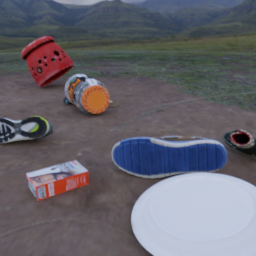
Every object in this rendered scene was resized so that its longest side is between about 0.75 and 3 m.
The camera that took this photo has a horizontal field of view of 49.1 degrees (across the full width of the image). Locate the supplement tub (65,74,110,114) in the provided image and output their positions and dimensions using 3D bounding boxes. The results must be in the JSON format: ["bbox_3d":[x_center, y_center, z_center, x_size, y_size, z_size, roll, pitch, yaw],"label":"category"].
[{"bbox_3d":[-1.913,-1.574,13.116,1.577,1.577,2.574,-10,21,-25],"label":"supplement tub"}]

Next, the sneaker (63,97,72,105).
[{"bbox_3d":[-2.857,-1.460,14.681,0.476,0.453,1.201,28,34,22],"label":"sneaker"}]

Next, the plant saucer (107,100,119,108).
[{"bbox_3d":[-0.988,-1.242,14.331,1.021,0.150,1.021,0,19,0],"label":"plant saucer"}]

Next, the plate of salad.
[{"bbox_3d":[1.401,1.700,5.393,2.676,0.643,2.676,-10,21,4],"label":"plate of salad"}]

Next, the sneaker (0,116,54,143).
[{"bbox_3d":[-3.675,0.129,9.707,2.408,0.890,0.975,-1,-9,16],"label":"sneaker"}]

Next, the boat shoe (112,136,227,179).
[{"bbox_3d":[1.065,0.738,7.603,2.957,1.068,1.070,2,9,12],"label":"boat shoe"}]

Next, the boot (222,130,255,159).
[{"bbox_3d":[3.320,0.340,8.414,1.256,0.600,1.663,29,4,-36],"label":"boot"}]

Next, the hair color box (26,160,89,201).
[{"bbox_3d":[-1.730,1.262,6.916,1.322,0.423,0.733,-15,25,-33],"label":"hair color box"}]

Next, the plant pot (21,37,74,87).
[{"bbox_3d":[-5.263,-4.371,18.156,2.705,2.463,2.705,-30,9,6],"label":"plant pot"}]
